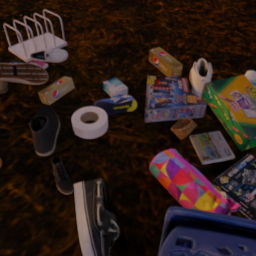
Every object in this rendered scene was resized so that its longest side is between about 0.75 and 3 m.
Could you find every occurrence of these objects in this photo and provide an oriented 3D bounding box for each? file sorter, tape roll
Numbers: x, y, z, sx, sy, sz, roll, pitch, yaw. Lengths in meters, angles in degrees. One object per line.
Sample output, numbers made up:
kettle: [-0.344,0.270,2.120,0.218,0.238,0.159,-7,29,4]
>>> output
file sorter: [-4.787,-4.815,14.421,1.747,1.568,2.518,33,53,30]
tape roll: [-1.422,-0.209,10.399,1.341,0.469,1.341,0,44,0]

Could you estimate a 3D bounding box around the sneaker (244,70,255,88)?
sneaker: [5.602,-1.303,11.338,2.439,0.933,0.985,38,82,25]

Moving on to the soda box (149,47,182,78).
soda box: [1.740,-3.083,13.266,0.609,0.645,1.904,-22,48,-21]

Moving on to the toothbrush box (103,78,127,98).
toothbrush box: [-0.559,-1.679,11.978,0.690,0.402,0.942,-25,51,-23]

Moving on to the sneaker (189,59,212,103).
sneaker: [3.155,-2.377,11.924,0.962,1.509,2.612,4,42,6]

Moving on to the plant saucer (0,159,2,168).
plant saucer: [-4.627,1.221,9.139,0.940,0.152,0.940,1,44,-1]

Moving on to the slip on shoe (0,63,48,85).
slip on shoe: [-4.738,-2.315,12.158,2.405,0.914,0.728,-4,0,-31]

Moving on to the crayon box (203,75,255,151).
crayon box: [4.193,-0.628,10.264,1.650,0.809,2.779,-14,55,-16]

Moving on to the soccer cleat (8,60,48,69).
soccer cleat: [-4.607,-2.671,12.956,1.823,0.787,0.637,-8,-1,-31]

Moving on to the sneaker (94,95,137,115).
sneaker: [-0.520,-0.948,11.106,1.683,0.622,0.692,-3,36,-6]

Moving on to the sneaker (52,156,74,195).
sneaker: [-2.053,1.444,8.544,0.453,0.644,1.212,-23,48,-22]

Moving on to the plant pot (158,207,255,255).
plant pot: [1.699,3.169,5.178,2.748,2.748,2.470,8,25,7]

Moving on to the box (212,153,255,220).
box: [3.696,1.708,8.423,1.856,0.427,1.475,-28,51,-26]

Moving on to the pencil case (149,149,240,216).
pencil case: [1.805,1.675,7.969,1.178,1.178,2.665,-29,50,-27]

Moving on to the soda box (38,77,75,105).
soda box: [-2.978,-1.579,11.742,0.486,0.514,1.518,17,45,35]

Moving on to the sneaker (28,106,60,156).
sneaker: [-2.923,-0.271,9.872,0.878,1.247,2.347,-6,45,-9]

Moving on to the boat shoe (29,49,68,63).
boat shoe: [-3.858,-3.460,13.564,1.809,0.666,0.591,-6,10,8]

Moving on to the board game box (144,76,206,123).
board game box: [1.850,-1.120,11.172,2.296,0.708,2.297,5,43,3]

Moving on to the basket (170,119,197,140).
basket: [2.004,-0.044,10.017,0.574,0.550,0.771,48,58,4]

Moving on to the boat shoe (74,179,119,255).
boat shoe: [-0.744,2.490,7.118,0.954,1.059,2.995,-14,44,-7]

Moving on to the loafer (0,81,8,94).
loafer: [-5.593,-2.083,12.287,0.625,0.554,1.643,-9,45,-9]

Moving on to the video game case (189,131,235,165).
video game case: [2.881,0.666,9.712,1.154,0.145,1.268,-8,45,-7]
